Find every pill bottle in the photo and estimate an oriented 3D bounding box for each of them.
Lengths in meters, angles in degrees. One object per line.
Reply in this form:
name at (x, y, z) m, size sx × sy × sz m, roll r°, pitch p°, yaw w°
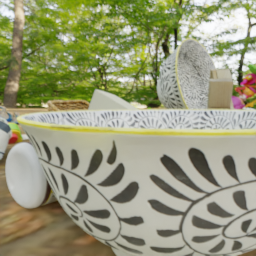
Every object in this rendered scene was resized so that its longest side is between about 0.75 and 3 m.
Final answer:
pill bottle at (-0.818, 0.522, 3.856) m, size 0.800 × 0.800 × 1.465 m, roll 5°, pitch 7°, yaw 39°

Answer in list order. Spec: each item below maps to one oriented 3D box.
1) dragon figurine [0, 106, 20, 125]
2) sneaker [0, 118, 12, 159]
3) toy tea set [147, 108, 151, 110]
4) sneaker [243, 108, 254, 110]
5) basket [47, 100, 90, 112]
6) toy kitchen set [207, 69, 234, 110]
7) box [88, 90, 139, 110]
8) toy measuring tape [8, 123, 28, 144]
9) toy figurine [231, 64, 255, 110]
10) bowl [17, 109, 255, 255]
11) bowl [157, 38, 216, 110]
dragon figurine at (-4.796, -0.118, 10.849) m, size 2.384 × 1.185 × 0.702 m, roll 20°, pitch 8°, yaw 10°
sneaker at (-3.198, 0.093, 6.401) m, size 2.604 × 0.922 × 0.951 m, roll 16°, pitch -21°, yaw 50°
toy tea set at (0.674, -0.286, 10.872) m, size 1.660 × 1.033 × 2.792 m, roll -4°, pitch 7°, yaw -34°
sneaker at (4.118, -0.159, 8.813) m, size 1.574 × 1.004 × 2.724 m, roll 14°, pitch 0°, yaw 34°
basket at (-1.474, -0.214, 8.694) m, size 1.274 × 1.330 × 1.786 m, roll 4°, pitch 6°, yaw 33°
toy kitchen set at (0.956, -0.004, 4.580) m, size 1.424 × 1.579 × 1.288 m, roll 2°, pitch 28°, yaw 12°
box at (-0.271, -0.280, 7.798) m, size 0.782 × 0.939 × 2.286 m, roll 12°, pitch 16°, yaw -36°
toy measuring tape at (-3.321, 0.130, 8.639) m, size 1.781 × 0.655 × 0.655 m, roll -5°, pitch 7°, yaw -43°
toy figurine at (4.921, -1.221, 11.494) m, size 1.740 × 2.133 × 2.317 m, roll 34°, pitch 18°, yaw -49°
bowl at (0.387, 0.453, 2.508) m, size 2.549 × 1.196 × 2.549 m, roll -1°, pitch 5°, yaw 0°
bowl at (1.633, -1.146, 8.136) m, size 1.192 × 2.539 × 2.539 m, roll -14°, pitch -6°, yaw 42°
